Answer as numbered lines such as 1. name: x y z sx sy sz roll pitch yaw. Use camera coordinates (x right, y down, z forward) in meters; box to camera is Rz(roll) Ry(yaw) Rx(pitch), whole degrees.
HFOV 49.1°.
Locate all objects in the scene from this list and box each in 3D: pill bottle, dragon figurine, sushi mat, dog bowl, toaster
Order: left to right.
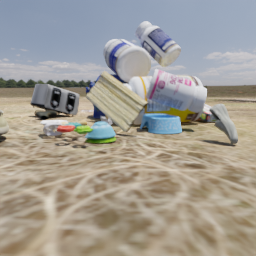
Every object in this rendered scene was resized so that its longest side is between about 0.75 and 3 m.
1. toaster: -3.289 -1.232 12.553 1.641 1.077 1.815 15 -4 -42
2. dragon figurine: -0.966 -0.897 10.327 0.852 1.714 0.504 -17 -8 -41
3. sushi mat: -0.380 -0.772 7.641 2.011 0.962 0.122 41 11 37
4. pill bottle: -0.143 -2.723 10.997 1.344 1.344 2.322 -3 28 -21
5. pill bottle: 1.079 -3.195 10.557 1.722 0.956 0.956 49 27 16
6. pill bottle: 0.998 -0.966 9.758 2.978 1.627 1.627 -3 8 -12
7. dog bowl: 0.935 -0.148 8.215 0.942 0.419 1.690 -3 7 -14
8. pill bottle: 1.387 -1.032 8.107 1.584 0.898 0.898 18 8 -1

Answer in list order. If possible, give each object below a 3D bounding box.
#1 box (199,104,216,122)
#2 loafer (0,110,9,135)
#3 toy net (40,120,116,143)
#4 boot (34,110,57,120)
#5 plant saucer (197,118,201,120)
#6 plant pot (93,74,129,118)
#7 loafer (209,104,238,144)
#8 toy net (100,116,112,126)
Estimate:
1. box: 2.841 -0.665 10.766 0.936 0.295 1.700 1 21 -24
2. loafer: -3.274 -0.237 5.931 1.092 0.985 2.885 -5 10 -13
3. toy net: -1.418 0.091 6.636 2.265 0.437 1.188 4 11 36
4. boot: -3.244 -0.480 11.388 0.928 0.359 0.642 -6 23 -37
5. plant saucer: 2.014 -0.561 11.622 2.086 0.337 2.086 0 9 0
6. plant pot: -0.479 -1.392 12.215 2.031 1.826 2.032 -1 8 -4
7. loafer: 2.096 -0.074 6.170 0.364 1.043 0.365 -18 -38 6
8. toy net: -0.479 -0.411 8.348 0.652 1.243 0.240 36 54 10
